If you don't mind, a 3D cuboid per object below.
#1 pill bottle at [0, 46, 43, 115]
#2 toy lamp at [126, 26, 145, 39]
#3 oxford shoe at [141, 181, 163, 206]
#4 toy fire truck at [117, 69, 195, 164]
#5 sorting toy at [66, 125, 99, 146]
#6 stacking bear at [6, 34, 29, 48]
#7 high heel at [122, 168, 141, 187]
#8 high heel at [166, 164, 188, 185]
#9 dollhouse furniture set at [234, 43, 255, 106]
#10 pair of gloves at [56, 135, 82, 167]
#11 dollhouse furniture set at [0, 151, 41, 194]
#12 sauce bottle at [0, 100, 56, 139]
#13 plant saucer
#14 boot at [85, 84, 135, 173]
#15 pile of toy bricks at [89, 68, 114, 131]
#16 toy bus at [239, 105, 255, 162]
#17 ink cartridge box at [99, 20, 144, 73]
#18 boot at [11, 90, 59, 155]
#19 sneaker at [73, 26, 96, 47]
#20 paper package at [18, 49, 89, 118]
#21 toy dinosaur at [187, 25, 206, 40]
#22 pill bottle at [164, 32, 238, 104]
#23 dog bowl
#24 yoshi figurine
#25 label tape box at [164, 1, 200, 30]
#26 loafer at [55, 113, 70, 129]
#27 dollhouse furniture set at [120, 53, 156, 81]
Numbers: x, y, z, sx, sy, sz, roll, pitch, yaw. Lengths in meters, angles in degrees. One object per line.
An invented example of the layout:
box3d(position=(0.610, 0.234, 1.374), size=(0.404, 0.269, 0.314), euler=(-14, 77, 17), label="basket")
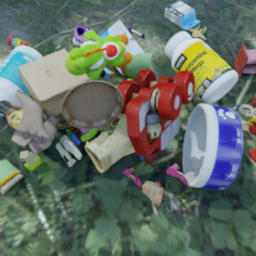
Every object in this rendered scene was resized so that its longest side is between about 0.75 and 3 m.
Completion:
box3d(position=(-4.282, -1.755, 10.599), size=(1.451, 1.451, 2.619), euler=(15, 57, 10), label="pill bottle")
box3d(position=(0.330, -4.512, 13.171), size=(0.971, 0.283, 0.283), euler=(32, 62, 21), label="toy lamp")
box3d(position=(0.638, 1.815, 7.821), size=(0.536, 1.434, 0.505), euler=(17, 88, -3), label="oxford shoe")
box3d(position=(0.844, -0.305, 8.065), size=(1.607, 2.407, 2.867), euler=(8, 29, 27), label="toy fire truck")
box3d(position=(-1.585, 0.072, 9.083), size=(0.580, 1.413, 0.849), euler=(52, 60, -21), label="sorting toy")
box3d(position=(-4.896, -3.758, 12.556), size=(0.858, 0.488, 0.521), euler=(19, 53, 0), label="stacking bear")
box3d(position=(0.113, 1.637, 9.031), size=(0.375, 0.263, 0.780), euler=(-14, 42, -21), label="high heel")
box3d(position=(1.401, 1.407, 7.978), size=(0.378, 0.789, 0.266), euler=(-37, 25, -5), label="high heel")
box3d(position=(5.304, -1.976, 10.950), size=(1.474, 1.114, 2.740), euler=(0, 56, 0), label="dollhouse furniture set")
box3d(position=(-1.918, 0.745, 8.849), size=(0.888, 1.044, 0.183), euler=(52, 51, 2), label="pair of gloves")
box3d(position=(-3.631, 0.977, 9.017), size=(1.077, 0.832, 2.155), euler=(31, 60, 28), label="dollhouse furniture set")
box3d(position=(-3.350, -0.219, 8.964), size=(2.303, 0.745, 0.745), euler=(27, 60, 26), label="sauce bottle")
box3d(position=(-0.879, -0.585, 6.872), size=(1.501, 1.501, 0.259), euler=(-12, 46, -8), label="plant saucer")
box3d(position=(-0.505, 0.056, 8.747), size=(1.911, 2.459, 0.895), euler=(-31, 38, -26), label="boot")
box3d(position=(-0.669, -1.137, 10.390), size=(1.431, 1.608, 2.899), euler=(11, 35, -37), label="pile of toy bricks")
box3d(position=(5.280, -0.017, 9.484), size=(2.642, 1.365, 2.493), euler=(12, 57, 7), label="toy bus")
box3d(position=(-0.308, -3.180, 11.166), size=(1.230, 0.721, 1.679), euler=(-38, 103, 5), label="ink cartridge box")
box3d(position=(-2.810, -0.098, 7.850), size=(1.675, 0.588, 1.225), euler=(38, 69, -6), label="boot")
box3d(position=(-1.619, -3.936, 12.423), size=(1.997, 0.883, 0.803), euler=(25, 58, 14), label="sneaker")
box3d(position=(-2.210, -1.397, 8.614), size=(1.646, 0.893, 1.726), euler=(-29, 59, -18), label="paper package")
box3d(position=(3.350, -4.452, 13.161), size=(0.647, 0.372, 1.279), euler=(-40, 59, -5), label="toy dinosaur")
box3d(position=(2.519, -2.224, 10.090), size=(1.452, 1.452, 2.583), euler=(-30, 67, -19), label="pill bottle")
box3d(position=(2.402, 0.563, 8.316), size=(0.965, 2.451, 2.451), euler=(8, 56, -2), label="dog bowl")
box3d(position=(-0.877, -1.901, 7.454), size=(1.176, 1.172, 2.093), euler=(40, 38, 18), label="yoshi figurine")
box3d(position=(2.677, -5.507, 13.716), size=(1.068, 0.493, 1.490), euler=(-36, 62, -21), label="label tape box")
box3d(position=(-2.001, -0.546, 9.817), size=(1.751, 0.610, 0.659), euler=(-27, 63, 9), label="loafer")
box3d(position=(0.336, -1.439, 9.792), size=(1.197, 2.394, 0.924), euler=(8, 56, 23), label="dollhouse furniture set")
